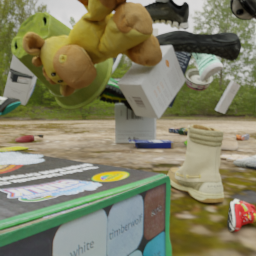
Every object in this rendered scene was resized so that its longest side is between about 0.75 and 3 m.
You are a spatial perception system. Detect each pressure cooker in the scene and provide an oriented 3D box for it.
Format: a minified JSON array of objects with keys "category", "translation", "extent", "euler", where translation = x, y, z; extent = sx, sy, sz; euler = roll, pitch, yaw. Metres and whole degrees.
[{"category":"pressure cooker","translation":[2.938,-3.133,6.813],"extent":[0.873,0.993,0.887],"euler":[10,-37,13]}]

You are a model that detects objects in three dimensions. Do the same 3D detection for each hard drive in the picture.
[{"category":"hard drive","translation":[3.433,-1.040,9.661],"extent":[0.146,1.108,0.731],"euler":[36,17,35]}]

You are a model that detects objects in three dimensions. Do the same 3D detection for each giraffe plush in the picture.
[{"category":"giraffe plush","translation":[-1.021,-1.927,6.561],"extent":[2.394,2.548,2.953],"euler":[-39,20,-8]}]

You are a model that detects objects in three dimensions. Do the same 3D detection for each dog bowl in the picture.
[{"category":"dog bowl","translation":[3.053,-2.086,12.246],"extent":[1.185,0.437,1.185],"euler":[3,46,-3]}]

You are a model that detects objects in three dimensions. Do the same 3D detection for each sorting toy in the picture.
[{"category":"sorting toy","translation":[3.221,0.635,10.957],"extent":[1.975,0.291,1.460],"euler":[5,9,21]}]

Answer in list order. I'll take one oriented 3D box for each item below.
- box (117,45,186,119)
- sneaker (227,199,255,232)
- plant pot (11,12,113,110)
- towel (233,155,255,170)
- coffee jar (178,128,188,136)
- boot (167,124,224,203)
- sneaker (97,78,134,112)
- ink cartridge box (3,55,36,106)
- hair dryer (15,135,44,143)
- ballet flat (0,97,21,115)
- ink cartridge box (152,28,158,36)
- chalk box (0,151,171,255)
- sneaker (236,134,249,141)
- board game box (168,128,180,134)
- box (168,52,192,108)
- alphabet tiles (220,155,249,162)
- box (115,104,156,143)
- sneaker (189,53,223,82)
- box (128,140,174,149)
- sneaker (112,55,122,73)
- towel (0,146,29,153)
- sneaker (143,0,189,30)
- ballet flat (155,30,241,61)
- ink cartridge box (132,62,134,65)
[{"category":"box","translation":[0.649,-1.191,7.241],"extent":[0.811,1.162,1.526],"euler":[10,53,43]},{"category":"sneaker","translation":[1.413,1.055,3.421],"extent":[0.334,0.303,0.787],"euler":[7,6,28]},{"category":"plant pot","translation":[-2.110,-2.172,8.543],"extent":[2.474,2.474,2.350],"euler":[2,-22,33]},{"category":"towel","translation":[3.543,0.888,7.035],"extent":[1.273,0.220,1.226],"euler":[-1,3,-34]},{"category":"coffee jar","translation":[3.418,0.226,16.937],"extent":[0.456,0.373,0.875],"euler":[-42,18,-16]},{"category":"boot","translation":[1.125,0.524,4.836],"extent":[0.552,1.180,1.518],"euler":[-1,3,-13]},{"category":"sneaker","translation":[0.037,-1.501,11.478],"extent":[2.673,1.139,1.043],"euler":[18,-42,-9]},{"category":"ink cartridge box","translation":[-4.263,-2.345,11.586],"extent":[0.949,2.253,1.629],"euler":[19,27,-16]},{"category":"hair dryer","translation":[-4.670,0.573,13.036],"extent":[0.975,0.348,1.281],"euler":[-18,-11,29]},{"category":"ballet flat","translation":[-2.465,-0.365,5.272],"extent":[0.376,0.379,1.107],"euler":[-39,13,30]},{"category":"ink cartridge box","translation":[0.802,-2.235,8.956],"extent":[0.635,1.886,1.105],"euler":[-19,28,-34]},{"category":"chalk box","translation":[-0.467,0.770,1.362],"extent":[1.771,1.098,1.105],"euler":[4,3,37]},{"category":"sneaker","translation":[5.683,0.450,13.996],"extent":[0.857,0.332,0.480],"euler":[-3,5,-41]},{"category":"board game box","translation":[3.688,0.215,18.278],"extent":[1.246,0.318,1.839],"euler":[-1,4,-30]},{"category":"box","translation":[1.396,-2.510,12.626],"extent":[2.000,2.694,1.442],"euler":[20,6,-6]},{"category":"alphabet tiles","translation":[3.243,0.894,8.250],"extent":[0.987,0.074,1.009],"euler":[3,4,30]},{"category":"box","translation":[0.367,-0.217,12.649],"extent":[1.788,1.797,1.175],"euler":[0,4,10]},{"category":"sneaker","translation":[2.720,-2.497,10.214],"extent":[0.883,1.415,2.398],"euler":[-32,1,19]},{"category":"box","translation":[0.857,0.637,11.022],"extent":[1.682,0.273,1.019],"euler":[1,3,-3]},{"category":"sneaker","translation":[-1.276,-2.630,12.280],"extent":[1.145,2.309,0.816],"euler":[36,22,-14]},{"category":"towel","translation":[-4.172,0.791,10.057],"extent":[0.530,0.111,1.231],"euler":[7,4,18]},{"category":"sneaker","translation":[0.732,-2.810,6.625],"extent":[1.556,0.704,0.517],"euler":[11,42,5]},{"category":"ballet flat","translation":[1.658,-2.105,7.325],"extent":[2.423,0.688,0.805],"euler":[13,51,26]},{"category":"ink cartridge box","translation":[0.619,-3.010,11.313],"extent":[1.012,1.265,0.299],"euler":[-7,34,3]}]
